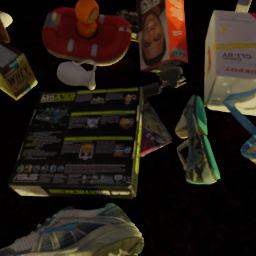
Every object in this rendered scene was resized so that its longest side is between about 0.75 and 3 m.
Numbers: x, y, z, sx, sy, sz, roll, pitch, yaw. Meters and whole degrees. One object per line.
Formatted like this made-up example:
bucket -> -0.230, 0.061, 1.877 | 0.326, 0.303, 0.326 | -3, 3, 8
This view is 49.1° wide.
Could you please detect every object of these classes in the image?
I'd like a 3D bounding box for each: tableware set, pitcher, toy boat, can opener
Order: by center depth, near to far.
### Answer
can opener -> 0.642, -1.041, 6.838 | 1.543, 0.513, 0.406 | -19, 11, 23
pitcher -> -1.337, -1.496, 7.433 | 0.986, 0.846, 0.598 | 19, 30, 7
toy boat -> -1.117, -2.830, 7.780 | 2.487, 1.626, 1.623 | 10, 63, -5
tableware set -> 1.183, -1.445, 7.899 | 0.561, 0.128, 0.833 | -29, 61, -17

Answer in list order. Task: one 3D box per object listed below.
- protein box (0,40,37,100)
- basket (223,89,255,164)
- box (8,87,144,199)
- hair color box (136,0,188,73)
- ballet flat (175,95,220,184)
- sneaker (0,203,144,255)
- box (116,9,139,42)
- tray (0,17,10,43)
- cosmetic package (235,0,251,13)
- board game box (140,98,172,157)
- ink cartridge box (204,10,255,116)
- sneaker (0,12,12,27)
protein box -> -3.206, -1.561, 7.360 | 1.142, 1.134, 0.771 | 32, 65, 20
basket -> 3.010, 0.071, 5.672 | 2.129, 1.877, 1.481 | 44, 86, -5
box -> -1.018, 0.245, 6.225 | 2.603, 0.619, 2.514 | -2, 53, 12
hair color box -> 0.861, -2.732, 7.434 | 0.693, 1.149, 2.264 | -1, 85, -37
ballet flat -> 1.462, 0.216, 6.432 | 0.860, 0.860, 2.318 | 1, 51, 1
sneaker -> -1.214, 2.082, 4.917 | 2.811, 1.091, 1.214 | -6, 32, -23
box -> 0.203, -3.297, 9.042 | 1.386, 0.342, 1.107 | 13, 55, 9
tray -> -4.046, -2.538, 7.540 | 0.286, 0.761, 1.543 | -6, 20, 38
cosmetic package -> 4.020, -4.307, 9.729 | 0.406, 0.343, 0.761 | 17, 60, 15
board game box -> 0.371, -0.068, 6.878 | 0.854, 0.230, 1.423 | -27, 59, -3
ink cartridge box -> 3.150, -1.779, 7.418 | 2.011, 1.155, 2.770 | 8, 55, 5
sneaker -> -4.436, -3.616, 9.244 | 1.131, 0.426, 0.500 | 19, 70, 11
